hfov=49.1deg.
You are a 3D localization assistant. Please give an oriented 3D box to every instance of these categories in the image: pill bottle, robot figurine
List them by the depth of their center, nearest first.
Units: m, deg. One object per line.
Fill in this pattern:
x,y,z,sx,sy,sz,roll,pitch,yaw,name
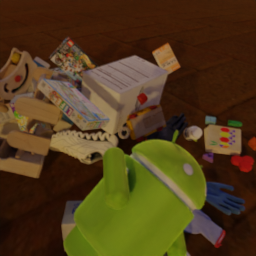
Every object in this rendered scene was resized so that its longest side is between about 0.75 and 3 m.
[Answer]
0.192,1.297,4.627,2.622,2.301,1.517,-47,34,-10,robot figurine
2.072,0.173,8.932,0.427,0.427,0.769,-4,-4,-6,pill bottle

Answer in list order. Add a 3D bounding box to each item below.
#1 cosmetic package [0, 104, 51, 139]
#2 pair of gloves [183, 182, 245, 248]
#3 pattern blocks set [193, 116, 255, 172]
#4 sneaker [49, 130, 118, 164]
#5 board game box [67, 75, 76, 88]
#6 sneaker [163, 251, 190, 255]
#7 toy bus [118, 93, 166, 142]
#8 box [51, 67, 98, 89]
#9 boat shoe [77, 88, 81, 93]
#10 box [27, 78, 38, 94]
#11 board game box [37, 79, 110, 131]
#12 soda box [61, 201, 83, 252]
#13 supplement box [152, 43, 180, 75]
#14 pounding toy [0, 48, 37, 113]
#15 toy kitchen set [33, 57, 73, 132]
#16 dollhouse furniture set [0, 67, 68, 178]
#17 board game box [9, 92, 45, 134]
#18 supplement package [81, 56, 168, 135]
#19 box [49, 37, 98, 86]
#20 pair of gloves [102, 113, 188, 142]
-4.423,-0.164,10.277,2.722,0.968,1.432,-22,38,-30,cosmetic package
2.026,2.098,7.521,1.775,0.252,2.208,27,43,32,pair of gloves
3.390,0.441,10.022,2.442,0.225,2.778,15,36,22,pattern blocks set
-1.554,0.665,9.152,2.384,0.896,0.966,0,60,11,sneaker
-2.489,-1.875,11.795,0.635,0.944,0.137,-31,64,-28,board game box
0.380,2.810,5.843,1.698,0.645,1.227,15,24,20,sneaker
0.342,-0.126,8.408,0.828,1.602,1.511,-1,64,56,toy bus
-2.795,-2.596,14.294,2.962,0.591,2.028,-20,38,-27,box
-2.133,-1.654,13.073,0.375,0.374,1.035,23,40,28,boat shoe
-3.478,-1.149,9.710,1.067,0.581,0.682,-30,63,18,box
-1.270,-0.566,6.699,1.565,0.268,1.052,42,18,16,board game box
-0.195,2.012,5.895,2.265,0.718,0.773,-1,22,-2,soda box
1.376,-2.472,10.160,0.613,0.972,0.357,-31,11,-1,supplement box
-3.996,-1.585,9.011,1.195,2.083,1.191,22,-3,25,pounding toy
-2.744,-1.109,9.806,2.198,1.295,1.761,31,26,-18,toy kitchen set
-3.089,-0.203,8.083,1.869,2.873,2.639,16,24,-17,dollhouse furniture set
-3.179,-0.416,8.913,0.627,1.218,0.639,-10,31,2,board game box
-0.127,-1.227,9.627,1.605,1.599,2.736,33,41,25,supplement package
-1.704,-2.078,8.849,0.898,1.314,0.248,-48,39,1,box
0.580,-0.087,10.210,2.840,0.351,2.531,20,44,33,pair of gloves
